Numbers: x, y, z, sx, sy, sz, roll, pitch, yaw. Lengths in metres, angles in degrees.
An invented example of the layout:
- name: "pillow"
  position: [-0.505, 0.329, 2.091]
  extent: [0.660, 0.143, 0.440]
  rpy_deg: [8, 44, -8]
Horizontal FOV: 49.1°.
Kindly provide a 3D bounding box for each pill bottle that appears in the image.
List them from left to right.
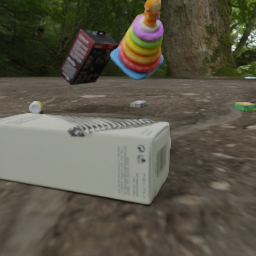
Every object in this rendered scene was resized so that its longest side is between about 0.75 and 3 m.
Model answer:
- name: "pill bottle"
  position: [-3.533, -0.794, 10.792]
  extent: [0.428, 0.428, 0.783]
  rpy_deg: [-2, 13, -10]
- name: "pill bottle"
  position: [0.405, 0.183, 5.895]
  extent: [0.680, 0.680, 1.225]
  rpy_deg: [-2, 12, -9]

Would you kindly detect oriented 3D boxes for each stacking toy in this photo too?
- name: "stacking toy"
  position: [0.464, -2.455, 7.351]
  extent: [1.332, 1.260, 2.296]
  rpy_deg: [-40, -12, -25]

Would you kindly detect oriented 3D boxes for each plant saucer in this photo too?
- name: "plant saucer"
  position: [0.050, -3.283, 10.047]
  extent: [0.293, 1.818, 1.818]
  rpy_deg: [29, 8, -12]

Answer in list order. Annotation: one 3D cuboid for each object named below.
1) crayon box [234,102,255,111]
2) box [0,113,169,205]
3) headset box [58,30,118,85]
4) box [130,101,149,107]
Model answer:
- name: "crayon box"
  position: [4.812, -0.873, 11.506]
  extent: [0.531, 0.261, 0.894]
  rpy_deg: [-1, 13, -6]
- name: "box"
  position: [-0.798, 0.360, 4.487]
  extent: [2.769, 0.947, 1.138]
  rpy_deg: [5, 13, 19]
- name: "headset box"
  position: [-1.438, -2.699, 10.514]
  extent: [0.812, 2.101, 1.564]
  rpy_deg: [43, 30, 14]
- name: "box"
  position: [0.531, -1.092, 12.699]
  extent: [0.525, 0.166, 0.954]
  rpy_deg: [6, 14, 23]
